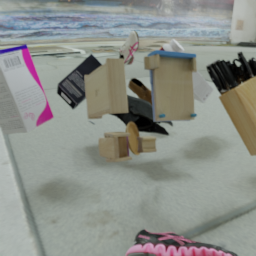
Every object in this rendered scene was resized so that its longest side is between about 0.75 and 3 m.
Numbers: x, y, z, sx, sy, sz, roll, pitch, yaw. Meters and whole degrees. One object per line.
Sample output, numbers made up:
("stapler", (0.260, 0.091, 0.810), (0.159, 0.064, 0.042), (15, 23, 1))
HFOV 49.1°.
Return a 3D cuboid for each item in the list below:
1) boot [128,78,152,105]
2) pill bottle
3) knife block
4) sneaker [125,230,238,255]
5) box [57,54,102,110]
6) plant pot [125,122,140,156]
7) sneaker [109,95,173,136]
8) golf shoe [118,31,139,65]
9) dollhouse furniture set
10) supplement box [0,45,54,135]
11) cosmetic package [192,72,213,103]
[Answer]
("boot", (0.732, -1.579, 12.506), (1.742, 0.657, 0.641), (37, 76, 4))
("pill bottle", (1.373, -2.571, 10.384), (0.778, 1.377, 0.778), (36, 27, -21))
("knife block", (3.496, -0.833, 8.770), (2.534, 2.886, 0.923), (19, -15, -10))
("sneaker", (1.274, 2.853, 6.478), (2.577, 1.018, 1.229), (5, 14, 8))
("box", (-1.799, -1.727, 10.883), (1.749, 1.027, 1.720), (-45, 9, -14))
("plant pot", (0.144, 0.336, 8.551), (0.144, 1.050, 1.050), (-14, 19, 20))
("sneaker", (0.035, -0.529, 9.760), (2.903, 0.872, 1.514), (12, 30, -11))
("golf shoe", (-0.016, -3.737, 13.312), (0.823, 1.788, 0.649), (-13, 50, -33))
("dollhouse furniture set", (0.466, -0.538, 7.422), (2.714, 2.562, 1.771), (-4, -1, -24))
("supplement box", (-3.407, -1.111, 8.437), (1.219, 2.358, 1.193), (-7, 19, 32))
("cosmetic package", (2.447, -1.970, 11.470), (2.116, 0.754, 1.073), (34, 4, -38))
